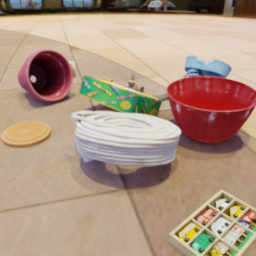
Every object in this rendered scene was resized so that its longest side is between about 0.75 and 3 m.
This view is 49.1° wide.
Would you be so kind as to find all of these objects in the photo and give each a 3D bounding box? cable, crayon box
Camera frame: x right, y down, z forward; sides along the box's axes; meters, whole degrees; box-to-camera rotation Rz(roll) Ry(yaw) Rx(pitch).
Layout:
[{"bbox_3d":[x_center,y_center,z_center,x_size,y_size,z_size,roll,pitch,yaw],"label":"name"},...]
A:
[{"bbox_3d":[-0.028,0.271,8.138,2.997,1.038,2.997,0,14,-25],"label":"cable"},{"bbox_3d":[-0.331,-1.208,11.037,2.863,0.834,1.700,25,12,34],"label":"crayon box"}]

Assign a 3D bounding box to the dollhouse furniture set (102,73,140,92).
[{"bbox_3d":[-0.207,-2.085,13.408,0.991,0.846,1.911,25,36,38],"label":"dollhouse furniture set"}]

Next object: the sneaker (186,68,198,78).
[{"bbox_3d":[3.407,-2.769,14.823,0.649,0.721,1.754,1,30,-2],"label":"sneaker"}]

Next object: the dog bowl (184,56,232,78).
[{"bbox_3d":[4.160,-3.125,14.960,2.543,0.630,1.417,20,-6,31],"label":"dog bowl"}]

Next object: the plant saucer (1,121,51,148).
[{"bbox_3d":[-3.567,0.159,9.831,1.657,0.267,1.657,0,27,0],"label":"plant saucer"}]

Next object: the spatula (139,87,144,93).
[{"bbox_3d":[0.528,-1.558,13.064,0.578,0.210,2.047,-16,21,19],"label":"spatula"}]

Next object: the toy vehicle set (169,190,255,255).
[{"bbox_3d":[2.001,2.193,6.019,2.019,0.268,1.255,-24,36,-37],"label":"toy vehicle set"}]

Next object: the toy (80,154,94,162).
[{"bbox_3d":[-0.996,0.723,8.809,0.979,0.231,0.564,-13,30,-23],"label":"toy"}]

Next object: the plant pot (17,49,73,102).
[{"bbox_3d":[-3.957,-2.321,12.721,2.219,2.219,1.986,-25,21,-39],"label":"plant pot"}]

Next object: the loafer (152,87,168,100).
[{"bbox_3d":[1.825,-1.669,12.895,1.683,0.587,0.589,-17,32,-29],"label":"loafer"}]

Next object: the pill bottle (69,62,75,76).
[{"bbox_3d":[-3.690,-3.268,15.666,1.394,0.796,0.796,-7,29,-12],"label":"pill bottle"}]

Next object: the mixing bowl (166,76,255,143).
[{"bbox_3d":[2.754,-0.527,9.635,2.985,1.617,2.985,0,29,0],"label":"mixing bowl"}]
